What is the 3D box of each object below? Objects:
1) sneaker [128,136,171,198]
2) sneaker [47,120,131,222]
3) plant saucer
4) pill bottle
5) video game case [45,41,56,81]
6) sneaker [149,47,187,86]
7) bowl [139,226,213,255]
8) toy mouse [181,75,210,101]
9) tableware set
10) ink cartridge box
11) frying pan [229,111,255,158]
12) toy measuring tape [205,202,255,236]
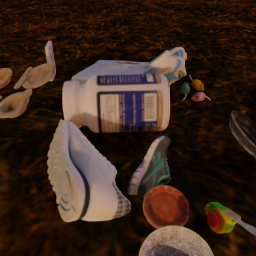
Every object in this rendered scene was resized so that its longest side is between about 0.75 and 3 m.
[{"bbox_3d":[0.576,0.807,5.491,0.656,0.558,1.437,25,61,14],"label":"sneaker"},{"bbox_3d":[-0.869,0.743,5.374,1.066,1.012,2.649,8,29,-28],"label":"sneaker"},{"bbox_3d":[0.645,1.378,4.819,0.799,0.129,0.799,5,53,-7],"label":"plant saucer"},{"bbox_3d":[-0.287,-0.592,6.822,2.416,1.398,1.398,-1,34,-3],"label":"pill bottle"},{"bbox_3d":[-2.553,-2.215,9.238,0.100,1.112,0.796,-3,32,-5],"label":"video game case"},{"bbox_3d":[1.396,-1.942,8.858,0.874,0.923,2.285,-31,5,33],"label":"sneaker"},{"bbox_3d":[0.646,1.920,3.839,1.002,0.470,1.002,-2,44,2],"label":"bowl"},{"bbox_3d":[1.955,-1.114,8.417,0.965,0.210,1.085,-34,70,-27],"label":"toy mouse"},{"bbox_3d":[-3.302,-0.996,7.586,2.730,0.317,2.280,-4,47,19],"label":"tableware set"},{"bbox_3d":[-0.200,-1.583,9.126,2.389,0.839,2.940,6,20,9],"label":"ink cartridge box"},{"bbox_3d":[2.885,0.540,5.891,1.399,0.376,2.313,12,42,-40],"label":"frying pan"},{"bbox_3d":[1.611,1.564,4.397,0.443,0.443,1.205,-15,18,-20],"label":"toy measuring tape"}]
